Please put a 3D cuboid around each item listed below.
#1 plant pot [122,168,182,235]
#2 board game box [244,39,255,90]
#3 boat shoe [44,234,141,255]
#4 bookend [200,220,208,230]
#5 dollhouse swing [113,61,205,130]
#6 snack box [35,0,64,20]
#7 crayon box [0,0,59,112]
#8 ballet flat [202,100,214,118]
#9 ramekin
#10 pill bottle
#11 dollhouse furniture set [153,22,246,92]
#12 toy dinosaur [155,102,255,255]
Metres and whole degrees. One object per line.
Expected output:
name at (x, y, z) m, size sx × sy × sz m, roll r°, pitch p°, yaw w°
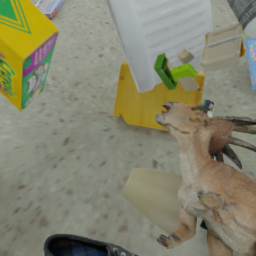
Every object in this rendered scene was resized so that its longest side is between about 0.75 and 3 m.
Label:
plant pot at (0.379, 0.877, 3.655) m, size 0.847 × 0.793 × 0.793 m, roll 23°, pitch 52°, yaw 7°
board game box at (4.649, -1.994, 8.127) m, size 2.154 × 0.394 × 1.629 m, roll -5°, pitch 65°, yaw 12°
boat shoe at (-0.386, 2.278, 4.715) m, size 2.264 × 0.750 × 0.792 m, roll 15°, pitch 50°, yaw 13°
bookend at (2.763, 1.343, 5.420) m, size 2.018 × 0.935 × 2.031 m, roll 22°, pitch 52°, yaw 18°
dollhouse swing at (0.878, -0.930, 7.797) m, size 2.095 × 1.842 × 1.904 m, roll 9°, pitch 91°, yaw 7°
snack box at (-3.214, -5.209, 11.606) m, size 0.848 × 0.287 × 2.359 m, roll 6°, pitch 49°, yaw 5°
crayon box at (-2.449, -1.634, 4.780) m, size 2.338 × 2.710 × 0.790 m, roll 45°, pitch 68°, yaw -7°
ballet flat at (2.074, -0.404, 7.376) m, size 0.342 × 0.342 × 0.936 m, roll 18°, pitch 49°, yaw 15°
ramekin at (0.444, -2.277, 5.390) m, size 1.523 × 2.901 × 2.901 m, roll -20°, pitch 50°, yaw 3°
pill bottle at (1.041, -1.006, 2.143) m, size 0.473 × 0.473 × 0.836 m, roll -22°, pitch 81°, yaw -18°
dollhouse furniture set at (0.834, -0.723, 3.158) m, size 1.061 × 0.410 × 0.530 m, roll -9°, pitch 51°, yaw 38°
toy dinosaur at (1.167, 0.778, 3.035) m, size 2.407 × 1.033 × 1.631 m, roll 55°, pitch 48°, yaw -10°
